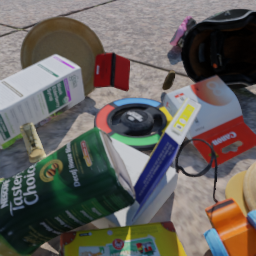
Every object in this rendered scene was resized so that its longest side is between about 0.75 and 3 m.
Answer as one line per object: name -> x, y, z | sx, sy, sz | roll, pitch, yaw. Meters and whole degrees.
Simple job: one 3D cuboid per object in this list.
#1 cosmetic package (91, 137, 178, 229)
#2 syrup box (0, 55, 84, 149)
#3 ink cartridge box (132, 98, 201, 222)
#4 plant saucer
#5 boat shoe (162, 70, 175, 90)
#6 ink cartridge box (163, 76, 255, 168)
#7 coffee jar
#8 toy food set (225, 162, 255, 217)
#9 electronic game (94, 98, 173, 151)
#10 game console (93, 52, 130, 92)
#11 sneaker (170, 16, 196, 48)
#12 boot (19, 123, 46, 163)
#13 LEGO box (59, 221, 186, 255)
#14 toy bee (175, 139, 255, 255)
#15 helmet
cosmetic package -> -0.412, 1.087, 5.889 | 2.346, 0.606, 1.769 | 25, 46, 29
syrup box -> -2.631, -0.819, 7.679 | 1.156, 1.118, 2.840 | 33, 53, 29
ink cartridge box -> 0.552, 0.509, 4.746 | 0.389, 1.637, 1.656 | 33, 40, 10
plant saucer -> -2.048, -2.161, 9.006 | 2.632, 2.632, 0.466 | -12, 5, -15
boat shoe -> 1.347, -1.574, 9.194 | 0.275, 0.763, 0.258 | 17, 44, -7
ink cartridge box -> 2.196, -0.265, 7.202 | 1.765, 0.546, 2.177 | -22, 57, -20
coffee jar -> -1.307, 1.166, 4.664 | 2.654, 1.132, 1.384 | -28, 50, 3
toy food set -> 3.545, 1.520, 5.264 | 2.799, 0.681, 2.771 | -18, 41, -22
electronic game -> 0.231, -0.173, 7.645 | 2.326, 0.484, 2.326 | 0, 38, 0
game console -> -0.529, -1.778, 9.111 | 0.986, 0.679, 1.145 | -2, 76, 20
sneaker -> 2.813, -4.170, 12.699 | 1.294, 1.072, 2.713 | 29, 43, 3
boot -> -2.231, 0.315, 6.507 | 0.377, 0.806, 1.036 | -20, 19, -16
LEGO box -> -0.025, 2.218, 4.068 | 1.855, 0.716, 1.381 | 0, 36, -17
toy bee -> 1.846, 1.737, 4.490 | 1.909, 1.585, 2.917 | -6, 67, 15
helmet -> 3.370, -2.477, 8.964 | 2.600, 2.727, 2.727 | -15, 39, -25
